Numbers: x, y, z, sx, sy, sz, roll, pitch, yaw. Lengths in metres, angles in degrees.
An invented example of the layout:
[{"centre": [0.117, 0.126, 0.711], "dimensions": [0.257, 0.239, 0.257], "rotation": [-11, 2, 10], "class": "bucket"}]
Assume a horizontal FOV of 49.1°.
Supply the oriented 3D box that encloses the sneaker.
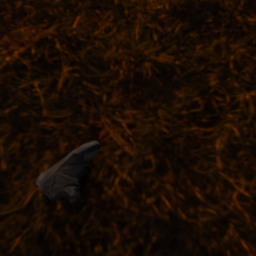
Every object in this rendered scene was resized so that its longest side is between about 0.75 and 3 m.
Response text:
[{"centre": [-1.551, 1.416, 8.523], "dimensions": [2.216, 0.847, 1.269], "rotation": [-39, 74, -12], "class": "sneaker"}]
